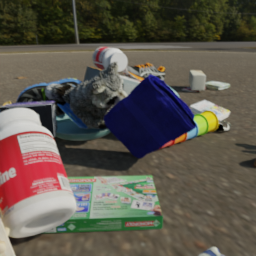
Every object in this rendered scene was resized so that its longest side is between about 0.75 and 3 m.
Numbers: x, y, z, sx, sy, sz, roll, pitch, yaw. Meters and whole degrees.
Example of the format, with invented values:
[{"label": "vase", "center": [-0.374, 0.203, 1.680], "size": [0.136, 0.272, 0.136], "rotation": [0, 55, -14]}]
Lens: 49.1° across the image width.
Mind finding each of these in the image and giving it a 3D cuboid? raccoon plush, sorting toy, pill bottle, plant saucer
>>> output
[{"label": "raccoon plush", "center": [-1.346, -1.028, 7.859], "size": [2.909, 1.949, 1.407], "rotation": [7, 62, 9]}, {"label": "sorting toy", "center": [-2.028, 1.355, 3.853], "size": [0.965, 1.807, 1.627], "rotation": [-16, 17, -14]}, {"label": "pill bottle", "center": [-0.650, -2.443, 10.088], "size": [0.853, 0.853, 1.520], "rotation": [-10, 22, -26]}, {"label": "pill bottle", "center": [-1.642, 0.657, 4.588], "size": [1.083, 1.083, 1.929], "rotation": [-11, 58, -28]}, {"label": "plant saucer", "center": [-1.594, -0.065, 9.724], "size": [2.470, 0.339, 2.470], "rotation": [0, 20, 0]}]

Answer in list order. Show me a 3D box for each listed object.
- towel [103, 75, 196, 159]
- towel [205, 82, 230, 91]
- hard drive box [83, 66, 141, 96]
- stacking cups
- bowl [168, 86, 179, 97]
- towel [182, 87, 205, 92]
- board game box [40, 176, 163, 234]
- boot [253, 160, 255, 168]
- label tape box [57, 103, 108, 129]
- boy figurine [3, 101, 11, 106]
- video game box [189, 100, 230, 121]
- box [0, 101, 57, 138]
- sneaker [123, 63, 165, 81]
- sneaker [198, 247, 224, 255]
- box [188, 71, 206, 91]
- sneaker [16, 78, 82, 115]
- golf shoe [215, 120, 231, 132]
[{"label": "towel", "center": [0.465, -0.211, 6.987], "size": [2.173, 1.605, 0.538], "rotation": [-37, 7, 46]}, {"label": "towel", "center": [5.251, -2.506, 16.733], "size": [1.310, 0.316, 1.122], "rotation": [-18, 29, -42]}, {"label": "hard drive box", "center": [-0.251, -1.591, 11.508], "size": [2.671, 1.026, 2.082], "rotation": [10, 12, -34]}, {"label": "stacking cups", "center": [1.781, 0.019, 8.782], "size": [2.537, 0.768, 0.768], "rotation": [-14, 24, -36]}, {"label": "bowl", "center": [0.996, -0.603, 8.960], "size": [0.986, 1.884, 1.884], "rotation": [22, 29, 40]}, {"label": "towel", "center": [3.836, -2.290, 16.349], "size": [0.904, 0.143, 1.255], "rotation": [16, 25, 40]}, {"label": "board game box", "center": [-0.496, 1.430, 5.489], "size": [2.141, 0.312, 1.441], "rotation": [-1, 19, -3]}, {"label": "boot", "center": [3.570, 0.772, 7.344], "size": [0.326, 0.335, 0.887], "rotation": [14, 23, 40]}, {"label": "label tape box", "center": [-1.293, -0.540, 9.177], "size": [1.218, 0.562, 1.700], "rotation": [42, 18, 23]}, {"label": "boy figurine", "center": [-5.136, -0.727, 11.324], "size": [0.892, 0.462, 1.435], "rotation": [-11, 15, 22]}, {"label": "video game box", "center": [3.213, -0.648, 11.082], "size": [1.181, 0.304, 1.297], "rotation": [29, 33, 33]}, {"label": "box", "center": [-2.724, -0.250, 7.945], "size": [1.306, 0.921, 1.765], "rotation": [-5, 9, -13]}, {"label": "sneaker", "center": [0.660, -2.222, 11.168], "size": [2.060, 0.795, 0.806], "rotation": [6, 17, -39]}, {"label": "sneaker", "center": [1.623, 1.981, 3.365], "size": [1.827, 0.688, 0.805], "rotation": [16, 25, 36]}, {"label": "box", "center": [3.946, -2.752, 16.148], "size": [0.728, 0.889, 1.873], "rotation": [3, 21, 6]}, {"label": "sneaker", "center": [-2.906, -0.999, 10.273], "size": [2.744, 0.973, 1.137], "rotation": [-13, 61, 10]}, {"label": "golf shoe", "center": [2.984, -0.136, 9.787], "size": [1.111, 0.432, 0.525], "rotation": [15, 24, 39]}]
